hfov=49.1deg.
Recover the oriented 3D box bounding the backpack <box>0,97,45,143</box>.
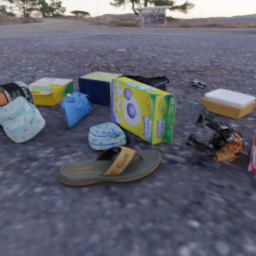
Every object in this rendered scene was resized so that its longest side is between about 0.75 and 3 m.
[{"bbox_3d":[-3.739,-0.269,9.741,1.386,1.209,1.577,-38,46,-19],"label":"backpack"}]

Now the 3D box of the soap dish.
[{"bbox_3d":[4.355,-1.045,12.153,1.494,0.771,1.899,-20,31,-38],"label":"soap dish"}]

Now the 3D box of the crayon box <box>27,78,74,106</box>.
[{"bbox_3d":[-4.063,-1.764,13.841,1.758,0.721,2.797,5,24,12],"label":"crayon box"}]

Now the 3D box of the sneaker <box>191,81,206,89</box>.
[{"bbox_3d":[4.068,-2.495,15.929,0.426,0.392,1.064,-12,27,-30],"label":"sneaker"}]

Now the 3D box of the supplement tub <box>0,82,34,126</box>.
[{"bbox_3d":[-5.037,-0.825,10.728,1.516,1.516,2.475,19,30,37],"label":"supplement tub"}]

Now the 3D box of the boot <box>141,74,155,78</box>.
[{"bbox_3d":[1.043,-2.128,13.606,1.784,1.165,0.604,16,-10,48],"label":"boot"}]

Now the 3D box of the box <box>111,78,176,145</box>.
[{"bbox_3d":[0.455,-0.618,9.950,0.722,1.752,2.987,-15,29,-35],"label":"box"}]

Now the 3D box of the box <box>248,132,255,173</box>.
[{"bbox_3d":[4.586,0.309,8.367,1.282,1.338,2.685,14,28,29],"label":"box"}]

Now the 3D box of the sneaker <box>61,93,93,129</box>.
[{"bbox_3d":[-2.043,-0.822,11.422,1.101,0.925,2.807,-3,23,-1],"label":"sneaker"}]

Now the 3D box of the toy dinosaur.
[{"bbox_3d":[2.817,0.347,8.380,1.847,1.390,2.722,29,2,14],"label":"toy dinosaur"}]

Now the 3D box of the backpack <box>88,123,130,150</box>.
[{"bbox_3d":[-0.698,0.282,9.184,1.239,0.952,1.010,-25,38,-17],"label":"backpack"}]

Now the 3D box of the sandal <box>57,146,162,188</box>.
[{"bbox_3d":[-0.446,0.915,7.654,2.947,0.804,1.204,-5,24,-10],"label":"sandal"}]

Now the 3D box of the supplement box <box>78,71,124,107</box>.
[{"bbox_3d":[-1.218,-1.964,13.737,1.739,1.168,1.738,13,27,26],"label":"supplement box"}]

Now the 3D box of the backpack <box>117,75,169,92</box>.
[{"bbox_3d":[0.419,-1.531,12.134,2.111,1.707,2.216,18,20,30],"label":"backpack"}]
